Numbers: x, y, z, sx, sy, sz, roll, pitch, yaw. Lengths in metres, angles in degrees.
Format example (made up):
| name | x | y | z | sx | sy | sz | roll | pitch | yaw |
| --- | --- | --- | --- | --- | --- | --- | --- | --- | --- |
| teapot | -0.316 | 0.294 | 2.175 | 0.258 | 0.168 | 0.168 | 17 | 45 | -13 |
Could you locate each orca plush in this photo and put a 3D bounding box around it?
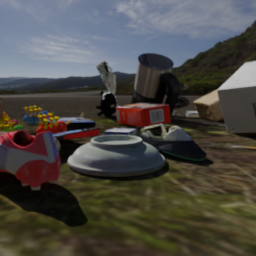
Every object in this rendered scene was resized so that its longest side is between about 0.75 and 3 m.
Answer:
| name | x | y | z | sx | sy | sz | roll | pitch | yaw |
| --- | --- | --- | --- | --- | --- | --- | --- | --- | --- |
| orca plush | -1.369 | -1.090 | 14.908 | 1.016 | 1.503 | 2.857 | -39 | 15 | -16 |

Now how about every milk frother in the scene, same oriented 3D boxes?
| name | x | y | z | sx | sy | sz | roll | pitch | yaw |
| --- | --- | --- | --- | --- | --- | --- | --- | --- | --- |
| milk frother | 1.861 | -2.189 | 14.430 | 2.705 | 2.819 | 2.997 | 30 | 42 | 22 |

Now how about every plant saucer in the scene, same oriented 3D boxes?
| name | x | y | z | sx | sy | sz | roll | pitch | yaw |
| --- | --- | --- | --- | --- | --- | --- | --- | --- | --- |
| plant saucer | -0.247 | 0.490 | 5.987 | 2.074 | 0.521 | 2.074 | 0 | 9 | 0 |

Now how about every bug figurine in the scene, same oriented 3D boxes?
| name | x | y | z | sx | sy | sz | roll | pitch | yaw |
| --- | --- | --- | --- | --- | --- | --- | --- | --- | --- |
| bug figurine | -3.276 | -0.095 | 9.147 | 2.298 | 0.762 | 2.963 | -11 | 17 | -28 |

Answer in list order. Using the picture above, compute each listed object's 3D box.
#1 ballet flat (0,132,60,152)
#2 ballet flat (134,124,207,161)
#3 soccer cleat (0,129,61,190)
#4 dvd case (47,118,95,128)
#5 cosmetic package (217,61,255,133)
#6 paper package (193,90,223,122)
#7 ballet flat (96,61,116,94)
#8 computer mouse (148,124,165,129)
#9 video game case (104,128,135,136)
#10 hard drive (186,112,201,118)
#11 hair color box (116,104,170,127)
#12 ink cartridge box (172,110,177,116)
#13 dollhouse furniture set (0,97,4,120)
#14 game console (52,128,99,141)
| name | x | y | z | sx | sy | sz | roll | pitch | yaw |
| --- | --- | --- | --- | --- | --- | --- | --- | --- | --- |
| ballet flat | -2.464 | 0.432 | 6.196 | 1.837 | 0.625 | 0.618 | -2 | 18 | -7 |
| ballet flat | 0.917 | 0.281 | 6.755 | 2.060 | 0.753 | 0.753 | 8 | 12 | 44 |
| soccer cleat | -2.137 | 0.417 | 5.022 | 2.447 | 0.936 | 0.816 | 7 | 11 | 35 |
| dvd case | -2.491 | -0.225 | 11.522 | 1.767 | 0.217 | 2.476 | -3 | 7 | -20 |
| cosmetic package | 4.998 | -1.228 | 9.457 | 2.768 | 1.707 | 2.776 | -1 | 27 | 44 |
| paper package | 4.363 | -1.169 | 13.511 | 1.800 | 0.931 | 1.716 | -27 | 16 | -9 |
| ballet flat | -1.075 | -2.738 | 14.688 | 0.797 | 0.797 | 2.222 | -5 | 52 | -31 |
| computer mouse | 1.062 | -0.021 | 10.657 | 0.873 | 0.149 | 0.256 | -10 | 11 | -34 |
| video game case | -0.243 | 0.161 | 9.248 | 0.826 | 0.188 | 0.749 | 2 | 9 | 23 |
| hard drive | 4.062 | -0.709 | 15.034 | 1.783 | 0.234 | 1.176 | 2 | 9 | 8 |
| hair color box | 0.533 | -0.548 | 11.348 | 1.224 | 0.739 | 2.412 | -11 | 9 | -25 |
| ink cartridge box | 2.254 | -0.913 | 15.609 | 0.888 | 0.301 | 0.515 | 17 | 0 | -24 |
| dollhouse furniture set | -5.502 | -0.193 | 8.686 | 2.400 | 1.237 | 2.375 | -9 | 0 | 14 |
| game console | -1.758 | 0.219 | 7.520 | 1.673 | 0.260 | 1.480 | -8 | -2 | 34 |
